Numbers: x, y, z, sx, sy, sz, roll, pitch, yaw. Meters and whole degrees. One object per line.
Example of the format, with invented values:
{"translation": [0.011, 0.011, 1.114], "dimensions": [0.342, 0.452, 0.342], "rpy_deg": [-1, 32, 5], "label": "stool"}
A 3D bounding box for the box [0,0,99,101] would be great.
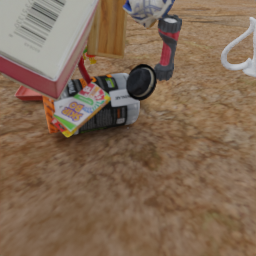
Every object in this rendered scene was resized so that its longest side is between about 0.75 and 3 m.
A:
{"translation": [-1.437, -1.446, 4.726], "dimensions": [1.232, 1.446, 2.262], "rpy_deg": [26, -7, -11], "label": "box"}

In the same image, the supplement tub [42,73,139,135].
{"translation": [-1.136, -0.699, 8.405], "dimensions": [2.636, 1.615, 1.615], "rpy_deg": [-11, 34, -17], "label": "supplement tub"}

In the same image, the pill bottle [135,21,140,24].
{"translation": [0.615, -4.299, 10.940], "dimensions": [0.492, 0.492, 0.863], "rpy_deg": [-13, 28, -20], "label": "pill bottle"}

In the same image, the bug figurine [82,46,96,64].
{"translation": [-1.095, -2.787, 8.826], "dimensions": [0.420, 1.634, 1.267], "rpy_deg": [40, 33, 13], "label": "bug figurine"}

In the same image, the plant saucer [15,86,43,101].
{"translation": [-3.302, -1.511, 10.937], "dimensions": [1.721, 0.316, 1.724], "rpy_deg": [-1, 33, -2], "label": "plant saucer"}

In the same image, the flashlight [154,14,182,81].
{"translation": [0.954, -2.013, 7.239], "dimensions": [0.576, 1.702, 0.578], "rpy_deg": [27, 48, 19], "label": "flashlight"}

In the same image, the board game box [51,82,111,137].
{"translation": [-0.896, -0.358, 5.256], "dimensions": [0.529, 0.166, 1.108], "rpy_deg": [40, 75, 21], "label": "board game box"}

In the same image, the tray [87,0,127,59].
{"translation": [-0.544, -3.132, 7.704], "dimensions": [0.426, 2.298, 1.133], "rpy_deg": [13, 14, 38], "label": "tray"}

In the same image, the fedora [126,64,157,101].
{"translation": [0.251, -1.199, 7.252], "dimensions": [0.976, 0.976, 0.446], "rpy_deg": [20, 11, 29], "label": "fedora"}

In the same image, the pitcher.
{"translation": [2.753, -1.787, 5.548], "dimensions": [1.475, 1.720, 1.042], "rpy_deg": [15, 43, 11], "label": "pitcher"}

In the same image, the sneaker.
{"translation": [0.456, -2.961, 6.423], "dimensions": [0.935, 0.799, 2.122], "rpy_deg": [26, -10, -15], "label": "sneaker"}

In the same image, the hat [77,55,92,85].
{"translation": [-2.078, -2.527, 7.387], "dimensions": [2.136, 2.270, 2.579], "rpy_deg": [-5, 32, -15], "label": "hat"}
